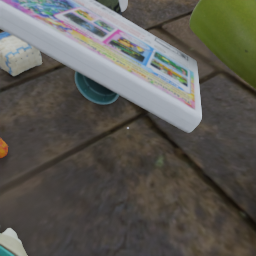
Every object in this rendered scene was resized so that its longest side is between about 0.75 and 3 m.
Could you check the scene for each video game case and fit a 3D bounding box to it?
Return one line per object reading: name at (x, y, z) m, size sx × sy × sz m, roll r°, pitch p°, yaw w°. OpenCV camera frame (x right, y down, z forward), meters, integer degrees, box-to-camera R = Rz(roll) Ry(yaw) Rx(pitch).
video game case at (-0.183, -1.307, 4.422) m, size 2.891 × 0.342 × 2.631 m, roll 29°, pitch 30°, yaw -4°

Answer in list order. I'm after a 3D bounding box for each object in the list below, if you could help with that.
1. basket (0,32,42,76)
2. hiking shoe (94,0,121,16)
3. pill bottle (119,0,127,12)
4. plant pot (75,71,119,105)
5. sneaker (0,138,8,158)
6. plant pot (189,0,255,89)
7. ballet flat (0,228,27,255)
basket at (-3.723, -2.536, 8.965) m, size 1.508 × 1.190 × 1.711 m, roll -32°, pitch 67°, yaw -25°
hiking shoe at (-0.588, -3.810, 6.642) m, size 0.958 × 2.529 × 1.273 m, roll -35°, pitch 29°, yaw -32°
pill bottle at (-0.659, -5.572, 11.588) m, size 1.026 × 1.026 × 1.968 m, roll -14°, pitch 52°, yaw -12°
plant pot at (-0.652, -1.640, 8.250) m, size 1.371 × 1.371 × 1.342 m, roll 15°, pitch 45°, yaw 12°
sneaker at (-4.289, 0.358, 6.387) m, size 2.857 × 1.043 × 1.102 m, roll 15°, pitch 47°, yaw -19°
plant pot at (2.432, -1.514, 4.741) m, size 1.946 × 1.946 × 2.080 m, roll -25°, pitch 78°, yaw -19°
ballet flat at (-2.624, 2.179, 5.550) m, size 1.795 × 0.623 × 0.623 m, roll 16°, pitch 52°, yaw 13°
